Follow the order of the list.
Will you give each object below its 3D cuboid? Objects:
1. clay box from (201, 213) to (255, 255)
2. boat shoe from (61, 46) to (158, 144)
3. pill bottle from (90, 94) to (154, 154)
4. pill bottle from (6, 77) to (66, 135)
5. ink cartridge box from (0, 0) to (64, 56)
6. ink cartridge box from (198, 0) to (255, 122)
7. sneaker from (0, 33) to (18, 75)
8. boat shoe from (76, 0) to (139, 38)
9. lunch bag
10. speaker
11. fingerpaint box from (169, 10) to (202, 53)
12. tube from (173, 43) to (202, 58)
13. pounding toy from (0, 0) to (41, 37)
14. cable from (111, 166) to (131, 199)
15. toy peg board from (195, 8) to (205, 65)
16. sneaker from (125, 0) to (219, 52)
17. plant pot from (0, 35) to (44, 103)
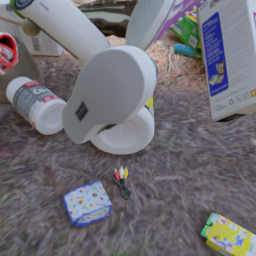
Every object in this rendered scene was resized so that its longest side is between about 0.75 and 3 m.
[{"bbox_3d":[1.975,2.147,5.329,1.075,0.256,0.618,26,49,26],"label":"clay box"},{"bbox_3d":[-0.316,-0.474,4.428,0.798,2.820,0.968,-27,89,-32],"label":"boat shoe"},{"bbox_3d":[-0.159,-0.829,7.561,1.623,1.623,2.886,1,43,1],"label":"pill bottle"},{"bbox_3d":[-2.563,-0.680,7.823,1.037,1.037,1.821,-34,53,-31],"label":"pill bottle"},{"bbox_3d":[-3.902,-3.897,10.652,2.666,1.948,1.124,5,42,4],"label":"ink cartridge box"},{"bbox_3d":[1.368,-1.034,3.661,0.331,0.844,1.782,1,76,-25],"label":"ink cartridge box"},{"bbox_3d":[-2.572,-0.954,4.919,0.980,0.610,1.828,-12,52,25],"label":"sneaker"},{"bbox_3d":[-0.657,-3.232,7.984,2.796,1.032,1.034,21,88,34],"label":"boat shoe"},{"bbox_3d":[-0.855,1.580,5.771,0.828,0.513,0.704,-13,44,-25],"label":"lunch bag"},{"bbox_3d":[-1.453,-2.453,6.790,0.979,2.411,0.979,-13,63,28],"label":"speaker"},{"bbox_3d":[3.117,-3.956,11.300,2.021,0.888,2.422,-6,42,-20],"label":"fingerpaint box"},{"bbox_3d":[2.466,-2.948,10.847,1.375,0.347,0.533,20,40,16],"label":"tube"},{"bbox_3d":[-2.390,-3.411,7.091,1.563,0.940,2.025,30,61,3],"label":"pounding toy"},{"bbox_3d":[-0.156,1.240,6.357,0.395,0.204,0.812,-6,43,-7],"label":"cable"},{"bbox_3d":[3.893,-3.281,9.454,2.646,1.294,2.635,8,61,-14],"label":"toy peg board"},{"bbox_3d":[1.251,-2.762,6.354,1.679,2.946,1.068,17,29,-38],"label":"sneaker"},{"bbox_3d":[-3.710,-1.964,8.841,1.825,1.583,1.825,0,41,0],"label":"plant pot"}]
